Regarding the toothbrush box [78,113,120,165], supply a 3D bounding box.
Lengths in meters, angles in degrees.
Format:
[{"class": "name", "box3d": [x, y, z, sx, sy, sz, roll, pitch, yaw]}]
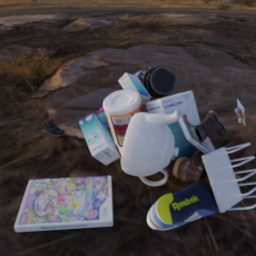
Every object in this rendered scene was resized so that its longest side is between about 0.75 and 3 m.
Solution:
[{"class": "toothbrush box", "box3d": [-0.989, 0.399, 9.655, 0.637, 1.093, 1.493, -32, 60, 5]}]

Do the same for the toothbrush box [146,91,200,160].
[{"class": "toothbrush box", "box3d": [1.874, -0.091, 10.899, 1.705, 2.329, 0.993, -16, 3, -31]}]

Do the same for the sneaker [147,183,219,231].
[{"class": "sneaker", "box3d": [1.710, 2.418, 8.548, 2.731, 1.123, 1.010, -2, 52, -33]}]

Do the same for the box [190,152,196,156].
[{"class": "box", "box3d": [2.522, 0.924, 11.951, 1.014, 0.176, 0.558, 7, 32, 12]}]

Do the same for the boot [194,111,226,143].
[{"class": "boot", "box3d": [2.593, 0.113, 8.998, 1.008, 1.158, 0.401, -46, 25, -22]}]

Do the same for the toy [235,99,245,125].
[{"class": "toy", "box3d": [4.492, -0.585, 11.335, 0.249, 1.056, 0.608, -23, 43, 9]}]

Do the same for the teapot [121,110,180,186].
[{"class": "teapot", "box3d": [0.819, 0.689, 9.384, 1.700, 2.328, 2.297, 14, 76, 10]}]

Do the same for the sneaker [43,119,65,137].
[{"class": "sneaker", "box3d": [-3.481, -0.005, 13.019, 1.178, 0.675, 0.450, 18, 37, 22]}]

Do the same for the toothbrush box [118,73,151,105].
[{"class": "toothbrush box", "box3d": [0.293, -1.678, 12.112, 0.929, 0.541, 1.270, 4, 49, -56]}]

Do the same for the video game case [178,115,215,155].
[{"class": "video game case", "box3d": [2.517, 0.393, 9.979, 1.852, 0.167, 1.326, 35, 26, -30]}]

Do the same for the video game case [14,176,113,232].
[{"class": "video game case", "box3d": [-2.015, 2.451, 9.362, 2.946, 0.265, 2.109, -2, 31, -4]}]

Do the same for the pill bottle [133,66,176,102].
[{"class": "pill bottle", "box3d": [1.104, -2.070, 13.368, 1.617, 1.617, 2.890, -10, 5, -16]}]

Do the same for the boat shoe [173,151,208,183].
[{"class": "boat shoe", "box3d": [2.543, 1.419, 9.800, 0.961, 0.962, 2.733, 12, 11, 32]}]

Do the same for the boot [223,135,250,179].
[{"class": "boot", "box3d": [3.839, 1.035, 9.740, 1.155, 1.388, 0.502, -46, 21, 5]}]

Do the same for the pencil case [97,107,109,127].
[{"class": "pencil case", "box3d": [-0.539, -0.689, 13.304, 0.925, 1.004, 2.173, -20, 0, 26]}]

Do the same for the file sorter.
[{"class": "file sorter", "box3d": [3.300, 1.498, 8.567, 1.240, 1.787, 1.113, -13, -6, -40]}]

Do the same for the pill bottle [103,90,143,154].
[{"class": "pill bottle", "box3d": [-0.015, -0.095, 11.150, 1.444, 2.529, 1.444, -9, 39, 7]}]
